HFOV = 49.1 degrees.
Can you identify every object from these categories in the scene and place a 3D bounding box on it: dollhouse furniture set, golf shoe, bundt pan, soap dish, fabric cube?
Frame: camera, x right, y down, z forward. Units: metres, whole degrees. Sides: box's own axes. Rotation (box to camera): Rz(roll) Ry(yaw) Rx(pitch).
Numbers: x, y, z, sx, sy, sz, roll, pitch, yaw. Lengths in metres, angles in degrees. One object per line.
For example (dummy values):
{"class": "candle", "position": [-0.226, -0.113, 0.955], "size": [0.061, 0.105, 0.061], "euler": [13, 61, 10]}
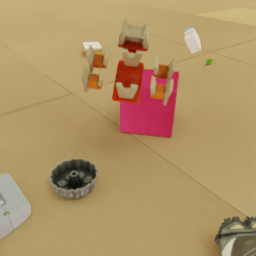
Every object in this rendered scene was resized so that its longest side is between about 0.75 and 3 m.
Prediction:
{"class": "dollhouse furniture set", "position": [0.056, -1.377, 6.310], "size": [1.856, 0.956, 1.836], "euler": [9, 66, 1]}
{"class": "golf shoe", "position": [2.637, 1.971, 4.462], "size": [2.304, 0.896, 1.089], "euler": [-9, 40, 2]}
{"class": "bundt pan", "position": [-1.152, 1.133, 6.071], "size": [1.033, 0.388, 1.033], "euler": [-1, 32, 0]}
{"class": "soap dish", "position": [-1.758, -3.848, 13.695], "size": [0.875, 0.452, 1.112], "euler": [-7, 34, -11]}
{"class": "fabric cube", "position": [0.620, -0.773, 8.011], "size": [1.474, 1.478, 1.450], "euler": [7, 32, 10]}

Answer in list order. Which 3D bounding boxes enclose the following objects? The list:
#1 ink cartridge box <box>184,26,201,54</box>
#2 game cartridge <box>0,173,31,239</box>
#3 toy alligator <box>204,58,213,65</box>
{"class": "ink cartridge box", "position": [2.280, -3.116, 9.915], "size": [0.353, 0.611, 0.837], "euler": [-21, 36, 27]}
{"class": "game cartridge", "position": [-3.032, 1.716, 5.178], "size": [2.166, 0.450, 1.442], "euler": [-24, 44, -32]}
{"class": "toy alligator", "position": [3.549, -2.937, 12.535], "size": [0.778, 0.231, 0.211], "euler": [-29, 1, -35]}
